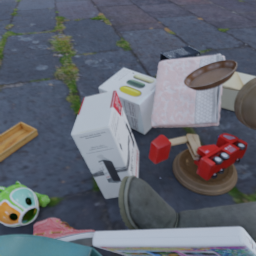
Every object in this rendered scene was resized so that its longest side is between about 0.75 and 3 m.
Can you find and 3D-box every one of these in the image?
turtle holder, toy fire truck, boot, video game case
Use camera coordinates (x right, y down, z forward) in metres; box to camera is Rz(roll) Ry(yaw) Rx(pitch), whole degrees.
[{"bbox_3d":[-2.616,1.947,6.844,0.906,1.275,0.969,22,75,27],"label":"turtle holder"},{"bbox_3d":[1.949,0.612,7.743,2.388,0.582,1.684,-21,43,-34],"label":"toy fire truck"},{"bbox_3d":[1.471,1.707,5.320,2.777,2.524,1.007,-9,41,28],"label":"boot"},{"bbox_3d":[0.884,1.949,4.518,2.199,2.002,0.261,-12,55,26],"label":"video game case"}]

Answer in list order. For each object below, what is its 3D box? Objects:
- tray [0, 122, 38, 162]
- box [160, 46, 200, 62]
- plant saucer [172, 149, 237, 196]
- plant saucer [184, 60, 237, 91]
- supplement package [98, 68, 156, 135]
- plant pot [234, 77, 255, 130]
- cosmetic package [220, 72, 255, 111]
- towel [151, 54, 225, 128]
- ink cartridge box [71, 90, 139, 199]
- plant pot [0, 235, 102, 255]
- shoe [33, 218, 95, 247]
[{"bbox_3d":[-3.845,0.442,9.150,0.791,0.297,1.604,22,44,25],"label":"tray"},{"bbox_3d":[2.279,-2.836,12.566,1.600,1.187,0.856,-21,43,-24],"label":"box"},{"bbox_3d":[2.260,1.169,8.248,1.888,0.278,1.888,0,37,0],"label":"plant saucer"},{"bbox_3d":[1.984,-1.237,6.740,1.283,0.221,1.283,-23,24,11],"label":"plant saucer"},{"bbox_3d":[0.201,-0.982,9.854,1.840,1.386,1.396,26,56,33],"label":"supplement package"},{"bbox_3d":[3.797,-0.457,7.332,1.547,1.547,1.343,-4,25,-5],"label":"plant pot"},{"bbox_3d":[3.542,-1.656,11.221,2.800,1.023,1.449,18,42,23],"label":"cosmetic package"},{"bbox_3d":[1.712,-1.081,8.292,2.096,0.354,2.195,-1,73,34],"label":"towel"},{"bbox_3d":[-0.448,0.446,7.124,0.933,2.228,1.608,-11,35,12],"label":"ink cartridge box"},{"bbox_3d":[-1.598,2.778,5.123,1.969,1.392,1.391,9,57,17],"label":"plant pot"},{"bbox_3d":[-1.444,2.402,6.439,1.538,0.550,0.700,-9,45,-5],"label":"shoe"}]
